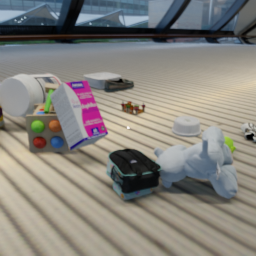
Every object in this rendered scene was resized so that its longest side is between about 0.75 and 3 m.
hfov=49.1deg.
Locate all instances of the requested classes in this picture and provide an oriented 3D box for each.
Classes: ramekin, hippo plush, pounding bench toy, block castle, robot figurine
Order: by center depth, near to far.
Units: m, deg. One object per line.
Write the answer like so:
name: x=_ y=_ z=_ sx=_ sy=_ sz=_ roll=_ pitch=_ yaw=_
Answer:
hippo plush: x=1.435 y=0.925 z=6.155 sx=1.509 sy=1.495 sz=1.876 roll=-21 pitch=1 yaw=28
robot figurine: x=2.626 y=0.517 z=7.843 sx=0.812 sy=0.470 sz=0.712 roll=-18 pitch=46 yaw=-41
pounding bench toy: x=-2.304 y=-0.319 z=8.197 sx=1.103 sy=1.775 sz=1.384 roll=-2 pitch=21 yaw=-5
ramekin: x=1.959 y=-0.072 z=9.391 sx=0.969 sy=0.451 sz=0.969 roll=-1 pitch=21 yaw=0
block castle: x=0.192 y=-0.869 z=11.481 sx=0.928 sy=0.435 sz=0.620 roll=19 pitch=28 yaw=40

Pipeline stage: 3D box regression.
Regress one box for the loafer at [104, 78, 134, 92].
loafer: x=-0.427 y=-2.394 z=15.123 sx=0.738 sy=0.646 sz=2.055 roll=19 pitch=28 yaw=41

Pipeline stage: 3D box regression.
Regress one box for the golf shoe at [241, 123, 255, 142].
golf shoe: x=3.862 y=0.136 z=8.910 sx=0.517 sy=0.426 sz=1.095 roll=-6 pitch=21 yaw=-14

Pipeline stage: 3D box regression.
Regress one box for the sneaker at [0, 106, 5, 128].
sneaker: x=-4.652 y=-0.411 z=8.828 sx=1.031 sy=1.239 sz=2.751 roll=-9 pitch=15 yaw=-13

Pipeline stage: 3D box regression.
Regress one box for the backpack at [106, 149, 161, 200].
backpack: x=0.052 y=0.957 z=6.135 sx=1.001 sy=0.873 sz=1.139 roll=-10 pitch=34 yaw=-29

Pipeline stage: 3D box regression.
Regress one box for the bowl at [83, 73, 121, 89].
bowl: x=-1.437 y=-2.652 z=15.810 sx=1.729 sy=0.646 sz=1.732 roll=-19 pitch=27 yaw=-40

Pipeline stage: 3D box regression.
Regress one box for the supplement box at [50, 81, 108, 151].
supplement box: x=-1.305 y=-0.345 z=7.391 sx=0.810 sy=1.600 sz=0.827 roll=-16 pitch=-11 yaw=-43

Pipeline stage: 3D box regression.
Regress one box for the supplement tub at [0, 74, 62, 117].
supplement tub: x=-3.379 y=-1.184 z=10.018 sx=1.463 sy=1.463 sz=2.085 roll=7 pitch=13 yaw=18
